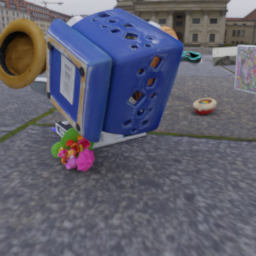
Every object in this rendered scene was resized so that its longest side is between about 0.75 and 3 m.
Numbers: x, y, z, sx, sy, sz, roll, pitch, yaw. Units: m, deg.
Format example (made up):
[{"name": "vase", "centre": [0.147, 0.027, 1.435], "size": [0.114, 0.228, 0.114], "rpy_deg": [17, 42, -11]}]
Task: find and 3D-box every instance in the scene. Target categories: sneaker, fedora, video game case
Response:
[{"name": "sneaker", "centre": [-2.844, -1.731, 11.305], "size": [2.167, 0.791, 0.767], "rpy_deg": [7, 45, -14]}, {"name": "sneaker", "centre": [2.317, -2.914, 11.278], "size": [1.391, 0.540, 0.635], "rpy_deg": [8, -10, 6]}, {"name": "fedora", "centre": [-3.026, -2.132, 8.370], "size": [2.187, 2.187, 0.892], "rpy_deg": [12, 6, 30]}, {"name": "video game case", "centre": [4.079, -1.741, 8.606], "size": [0.185, 1.471, 2.055], "rpy_deg": [-11, 21, -19]}]

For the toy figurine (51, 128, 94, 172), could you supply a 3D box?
[{"name": "toy figurine", "centre": [-1.613, 0.828, 8.578], "size": [1.466, 1.100, 1.349], "rpy_deg": [-25, 33, -5]}]

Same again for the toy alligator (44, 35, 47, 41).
[{"name": "toy alligator", "centre": [-3.976, -3.323, 11.835], "size": [1.691, 0.406, 0.560], "rpy_deg": [-28, 57, 1]}]

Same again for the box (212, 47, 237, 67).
[{"name": "box", "centre": [3.709, -2.568, 10.078], "size": [1.289, 0.530, 0.441], "rpy_deg": [1, 59, 20]}]

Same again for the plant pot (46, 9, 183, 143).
[{"name": "plant pot", "centre": [-0.600, -1.342, 7.228], "size": [2.408, 2.679, 2.678], "rpy_deg": [-18, 47, -35]}]

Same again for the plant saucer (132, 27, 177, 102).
[{"name": "plant saucer", "centre": [0.902, -1.789, 8.416], "size": [0.442, 2.363, 2.363], "rpy_deg": [29, 30, 23]}]

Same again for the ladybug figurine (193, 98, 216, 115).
[{"name": "ladybug figurine", "centre": [3.842, -1.056, 14.102], "size": [1.068, 0.566, 1.574], "rpy_deg": [13, 28, 34]}]

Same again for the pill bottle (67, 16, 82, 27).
[{"name": "pill bottle", "centre": [-1.175, -2.644, 9.508], "size": [2.192, 1.198, 1.198], "rpy_deg": [31, -2, -38]}]

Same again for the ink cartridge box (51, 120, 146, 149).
[{"name": "ink cartridge box", "centre": [-1.303, -0.075, 11.357], "size": [2.918, 0.639, 2.945], "rpy_deg": [-13, 22, -31]}]

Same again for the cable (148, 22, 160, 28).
[{"name": "cable", "centre": [0.793, -3.836, 12.949], "size": [0.714, 2.063, 2.064], "rpy_deg": [24, -24, -7]}]
